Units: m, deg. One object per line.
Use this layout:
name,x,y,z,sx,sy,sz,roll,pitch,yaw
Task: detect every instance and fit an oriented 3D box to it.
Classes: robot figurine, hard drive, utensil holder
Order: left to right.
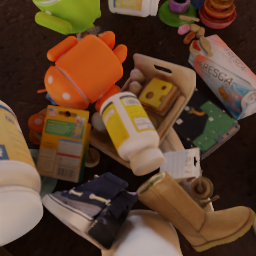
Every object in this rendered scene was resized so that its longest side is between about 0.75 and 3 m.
robot figurine,-2.003,-4.160,8.761,1.664,2.877,2.524,17,80,28
robot figurine,-1.130,-1.419,7.448,2.490,1.791,1.452,-43,40,-7
utensil holder,0.265,2.622,4.940,1.604,1.888,1.604,0,102,-1
hard drive,1.839,-0.255,7.776,1.415,0.383,2.025,-37,59,-14

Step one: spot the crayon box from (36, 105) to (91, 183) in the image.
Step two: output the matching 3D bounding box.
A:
crayon box,-1.538,0.380,6.835,1.071,0.439,1.703,9,87,7

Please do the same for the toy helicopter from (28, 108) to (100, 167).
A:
toy helicopter,-1.557,0.214,7.545,2.114,0.834,1.398,39,56,10

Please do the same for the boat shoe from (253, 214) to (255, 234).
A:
boat shoe,3.709,1.439,6.580,0.927,0.870,2.575,23,61,14

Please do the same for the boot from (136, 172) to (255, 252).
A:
boot,1.232,1.471,5.282,1.730,1.515,0.572,45,24,-8

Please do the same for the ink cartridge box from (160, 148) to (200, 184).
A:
ink cartridge box,1.147,0.850,6.154,0.913,0.229,0.735,-12,46,25

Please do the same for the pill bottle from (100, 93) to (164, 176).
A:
pill bottle,0.105,0.138,6.379,0.987,0.987,1.774,-20,60,-12

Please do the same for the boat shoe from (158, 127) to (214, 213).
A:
boat shoe,1.123,1.092,6.776,0.974,1.024,2.844,-28,63,6

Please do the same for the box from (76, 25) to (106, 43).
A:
box,-1.032,-2.371,8.704,0.830,1.257,0.721,-27,62,-16

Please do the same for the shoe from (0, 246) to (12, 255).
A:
shoe,-2.324,3.166,5.543,2.763,0.966,0.738,26,80,25

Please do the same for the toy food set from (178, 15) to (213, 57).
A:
toy food set,1.960,-2.735,8.472,0.944,0.234,1.484,2,62,-19

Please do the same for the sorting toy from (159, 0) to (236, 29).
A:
sorting toy,2.557,-4.569,10.126,2.790,1.145,1.676,7,59,5

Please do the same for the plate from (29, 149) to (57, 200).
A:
plate,-2.618,1.230,7.107,1.618,0.207,1.618,0,58,0

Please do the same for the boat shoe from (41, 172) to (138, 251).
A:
boat shoe,-0.838,1.529,5.862,2.626,0.980,1.218,3,47,53

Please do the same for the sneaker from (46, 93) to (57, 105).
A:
sneaker,-1.921,-0.889,8.336,1.165,0.441,0.612,17,72,18

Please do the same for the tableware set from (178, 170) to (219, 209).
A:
tableware set,1.285,1.426,5.907,1.078,0.216,0.713,-42,57,23

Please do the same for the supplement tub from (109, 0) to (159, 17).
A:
supplement tub,0.238,-4.750,10.186,1.707,1.235,1.235,10,59,5

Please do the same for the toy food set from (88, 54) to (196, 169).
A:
toy food set,0.153,-0.562,7.168,2.054,0.865,2.862,26,77,36

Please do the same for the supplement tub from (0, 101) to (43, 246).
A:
supplement tub,-3.104,0.887,5.965,2.047,2.047,2.830,-25,57,-15

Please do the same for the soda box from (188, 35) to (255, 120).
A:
soda box,2.950,-1.593,8.465,0.923,0.858,2.699,-22,60,-13
